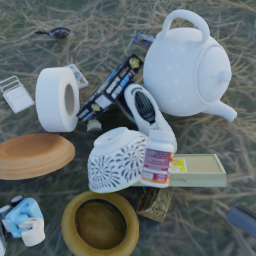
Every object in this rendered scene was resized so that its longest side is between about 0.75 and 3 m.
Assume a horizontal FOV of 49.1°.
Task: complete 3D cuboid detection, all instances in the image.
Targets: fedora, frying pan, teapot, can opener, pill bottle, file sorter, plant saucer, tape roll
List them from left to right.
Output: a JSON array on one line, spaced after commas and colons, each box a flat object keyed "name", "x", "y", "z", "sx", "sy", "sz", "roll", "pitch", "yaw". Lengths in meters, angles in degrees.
[{"name": "file sorter", "x": -3.662, "y": -1.108, "z": 9.156, "sx": 0.682, "sy": 0.612, "sz": 0.984, "roll": -32, "pitch": 61, "yaw": -20}, {"name": "plant saucer", "x": -2.522, "y": 0.626, "z": 7.296, "sx": 2.228, "sy": 0.417, "sz": 2.228, "roll": -4, "pitch": 20, "yaw": 1}, {"name": "frying pan", "x": -2.853, "y": -3.703, "z": 10.828, "sx": 1.281, "sy": 0.775, "sz": 0.208, "roll": -6, "pitch": 80, "yaw": -38}, {"name": "tape roll", "x": -1.986, "y": -0.807, "z": 8.109, "sx": 0.651, "sy": 1.860, "sz": 1.860, "roll": -1, "pitch": 54, "yaw": 7}, {"name": "fedora", "x": -0.657, "y": 2.345, "z": 6.560, "sx": 1.815, "sy": 0.740, "sz": 1.815, "roll": 5, "pitch": 52, "yaw": -7}, {"name": "pill bottle", "x": 0.621, "y": 0.631, "z": 5.869, "sx": 0.611, "sy": 0.611, "sz": 1.115, "roll": 10, "pitch": 90, "yaw": 7}, {"name": "teapot", "x": 1.908, "y": -1.586, "z": 7.956, "sx": 2.781, "sy": 2.745, "sz": 2.031, "roll": -3, "pitch": 11, "yaw": -41}, {"name": "can opener", "x": 3.354, "y": 2.713, "z": 6.322, "sx": 2.418, "sy": 0.809, "sz": 0.645, "roll": 29, "pitch": 23, "yaw": 36}]

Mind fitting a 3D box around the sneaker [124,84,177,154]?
[{"name": "sneaker", "x": 0.610, "y": -0.111, "z": 7.595, "sx": 0.843, "sy": 0.817, "sz": 2.308, "roll": -34, "pitch": 103, "yaw": 4}]

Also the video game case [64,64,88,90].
[{"name": "video game case", "x": -2.231, "y": -1.646, "z": 9.828, "sx": 1.291, "sy": 0.148, "sz": 1.175, "roll": -27, "pitch": 59, "yaw": -19}]

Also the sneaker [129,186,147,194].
[{"name": "sneaker", "x": 0.212, "y": 1.530, "z": 7.382, "sx": 0.440, "sy": 0.294, "sz": 0.769, "roll": -24, "pitch": 34, "yaw": -8}]

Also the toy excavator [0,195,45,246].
[{"name": "toy excavator", "x": -2.148, "y": 1.979, "z": 6.008, "sx": 1.357, "sy": 0.678, "sz": 1.319, "roll": -13, "pitch": 14, "yaw": 21}]

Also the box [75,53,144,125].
[{"name": "box", "x": -0.544, "y": -1.186, "z": 8.485, "sx": 0.478, "sy": 1.652, "sz": 2.078, "roll": 43, "pitch": 52, "yaw": -14}]

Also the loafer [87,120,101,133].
[{"name": "loafer", "x": -0.995, "y": -0.065, "z": 8.057, "sx": 0.399, "sy": 1.053, "sz": 0.360, "roll": 0, "pitch": 84, "yaw": -15}]

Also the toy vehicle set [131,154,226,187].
[{"name": "toy vehicle set", "x": 1.107, "y": 1.029, "z": 7.034, "sx": 2.368, "sy": 0.314, "sz": 1.471, "roll": -2, "pitch": 11, "yaw": 10}]

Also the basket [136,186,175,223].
[{"name": "basket", "x": 0.698, "y": 1.739, "z": 7.058, "sx": 0.745, "sy": 0.714, "sz": 1.000, "roll": 20, "pitch": 57, "yaw": 12}]

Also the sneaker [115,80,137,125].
[{"name": "sneaker", "x": 0.270, "y": -0.749, "z": 8.637, "sx": 0.921, "sy": 0.649, "sz": 1.735, "roll": -47, "pitch": 59, "yaw": 9}]

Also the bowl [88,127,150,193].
[{"name": "bowl", "x": -0.250, "y": 0.614, "z": 7.002, "sx": 2.066, "sy": 0.970, "sz": 2.066, "roll": -24, "pitch": 16, "yaw": 7}]

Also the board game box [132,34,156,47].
[{"name": "board game box", "x": 0.706, "y": -3.196, "z": 10.279, "sx": 0.867, "sy": 0.867, "sz": 0.268, "roll": 10, "pitch": 91, "yaw": -18}]

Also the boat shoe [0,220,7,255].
[{"name": "boat shoe", "x": -3.080, "y": 2.205, "z": 6.495, "sx": 0.581, "sy": 0.645, "sz": 1.825, "roll": -5, "pitch": 31, "yaw": -39}]
